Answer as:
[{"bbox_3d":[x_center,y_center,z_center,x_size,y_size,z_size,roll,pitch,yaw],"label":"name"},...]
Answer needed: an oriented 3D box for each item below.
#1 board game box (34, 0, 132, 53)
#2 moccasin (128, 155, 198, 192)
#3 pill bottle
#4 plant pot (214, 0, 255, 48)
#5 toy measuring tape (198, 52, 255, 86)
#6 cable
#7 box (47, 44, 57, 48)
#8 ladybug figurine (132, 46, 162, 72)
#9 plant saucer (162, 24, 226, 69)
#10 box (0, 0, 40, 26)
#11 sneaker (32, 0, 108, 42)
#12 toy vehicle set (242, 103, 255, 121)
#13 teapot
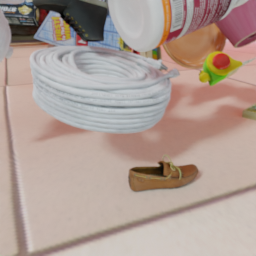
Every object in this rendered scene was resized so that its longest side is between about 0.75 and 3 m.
[{"bbox_3d":[-1.252,-3.333,8.305,2.915,2.916,0.899,5,22,-2],"label":"board game box"},{"bbox_3d":[0.746,0.930,5.887,1.527,0.589,0.558,-3,23,-7],"label":"moccasin"},{"bbox_3d":[0.926,-2.173,4.470,2.289,1.254,1.254,-28,32,-22],"label":"pill bottle"},{"bbox_3d":[3.207,-3.238,7.881,1.794,1.606,1.794,-23,-6,-2],"label":"plant pot"},{"bbox_3d":[2.957,-1.994,8.194,2.321,0.854,0.854,-30,31,-12],"label":"toy measuring tape"},{"bbox_3d":[-0.535,-0.918,5.816,2.848,0.986,2.847,20,29,12],"label":"cable"},{"bbox_3d":[-2.403,-3.203,10.602,0.627,0.522,1.526,24,-37,-39],"label":"box"},{"bbox_3d":[0.601,-2.255,9.075,0.718,1.997,1.355,-2,-3,27],"label":"ladybug figurine"},{"bbox_3d":[2.133,-3.267,9.407,2.595,2.595,0.486,-9,6,-20],"label":"plant saucer"},{"bbox_3d":[-3.697,-3.938,8.309,2.095,1.665,0.482,2,-12,-4],"label":"box"},{"bbox_3d":[-1.117,-2.173,5.573,1.519,0.807,0.568,-2,10,-25],"label":"sneaker"},{"bbox_3d":[5.108,-0.410,9.562,1.973,0.262,1.226,19,29,38],"label":"toy vehicle set"},{"bbox_3d":[-3.176,-1.800,5.728,1.563,2.140,2.113,23,47,-40],"label":"teapot"}]
